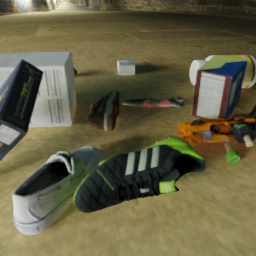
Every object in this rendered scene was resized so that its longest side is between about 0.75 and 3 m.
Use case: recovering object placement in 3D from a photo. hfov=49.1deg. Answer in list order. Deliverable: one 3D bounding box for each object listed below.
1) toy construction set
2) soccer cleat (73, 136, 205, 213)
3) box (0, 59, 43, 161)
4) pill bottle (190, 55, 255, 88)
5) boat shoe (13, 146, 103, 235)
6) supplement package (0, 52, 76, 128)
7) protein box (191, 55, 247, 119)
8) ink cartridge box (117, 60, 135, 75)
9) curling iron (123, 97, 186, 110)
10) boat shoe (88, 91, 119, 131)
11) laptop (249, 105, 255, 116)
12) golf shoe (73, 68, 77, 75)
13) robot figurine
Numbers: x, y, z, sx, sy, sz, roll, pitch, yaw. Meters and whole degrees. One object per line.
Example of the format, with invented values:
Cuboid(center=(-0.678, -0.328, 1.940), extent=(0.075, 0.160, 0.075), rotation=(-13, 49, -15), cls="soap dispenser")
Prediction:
Cuboid(center=(4.063, 0.570, 6.157), extent=(2.759, 2.301, 2.120), rotation=(4, 45, -9), cls="toy construction set")
Cuboid(center=(0.303, 0.994, 5.710), extent=(2.865, 0.967, 1.161), rotation=(-23, 36, -24), cls="soccer cleat")
Cuboid(center=(-2.896, -0.121, 6.276), extent=(0.614, 2.408, 1.899), rotation=(32, 39, -32), cls="box")
Cuboid(center=(3.939, -2.321, 11.697), extent=(2.490, 1.386, 1.386), rotation=(-3, 28, -11), cls="pill bottle")
Cuboid(center=(-1.316, 0.981, 6.006), extent=(1.028, 0.933, 2.795), rotation=(9, 29, 16), cls="boat shoe")
Cuboid(center=(-3.173, -1.289, 9.166), extent=(2.629, 1.981, 1.995), rotation=(-2, 27, -4), cls="supplement package")
Cuboid(center=(3.050, -1.314, 9.395), extent=(1.126, 1.669, 1.657), rotation=(20, 39, 29), cls="protein box")
Cuboid(center=(-0.096, -3.080, 14.209), extent=(0.837, 0.474, 1.142), rotation=(-3, 28, -5), cls="ink cartridge box")
Cuboid(center=(0.771, -0.791, 9.412), extent=(0.714, 0.368, 2.880), rotation=(7, -2, -41), cls="curling iron")
Cuboid(center=(-0.774, -0.659, 8.929), extent=(0.878, 0.876, 2.373), rotation=(3, 21, 3), cls="boat shoe")
Cuboid(center=(5.245, -0.714, 9.180), extent=(1.958, 1.011, 1.735), rotation=(-35, -4, 36), cls="laptop")
Cuboid(center=(-3.062, -2.577, 13.049), extent=(1.337, 0.589, 0.516), rotation=(1, 59, -15), cls="golf shoe")
Cuboid(center=(2.576, 0.059, 7.865), extent=(2.148, 0.625, 1.557), rotation=(-4, 9, -6), cls="robot figurine")
